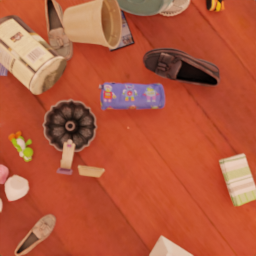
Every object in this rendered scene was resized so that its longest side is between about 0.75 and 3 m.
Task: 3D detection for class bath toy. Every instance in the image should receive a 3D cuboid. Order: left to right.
[{"bbox_3d":[-4.694,1.582,9.663,2.758,1.199,1.019,33,122,0],"label":"bath toy"}]

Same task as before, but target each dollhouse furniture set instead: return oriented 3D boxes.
[{"bbox_3d":[-1.545,1.011,9.627,1.534,1.216,1.089,9,90,-7],"label":"dollhouse furniture set"}]

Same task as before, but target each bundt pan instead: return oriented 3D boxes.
[{"bbox_3d":[-2.016,-0.062,9.904,1.848,0.694,1.848,0,90,-5],"label":"bundt pan"}]

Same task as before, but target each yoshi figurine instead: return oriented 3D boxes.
[{"bbox_3d":[-3.732,0.653,9.956,0.623,0.621,1.109,-32,88,-10],"label":"yoshi figurine"}]

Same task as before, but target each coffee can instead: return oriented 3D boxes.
[{"bbox_3d":[-3.518,-2.497,9.713,2.243,1.642,1.642,43,86,3],"label":"coffee can"}]

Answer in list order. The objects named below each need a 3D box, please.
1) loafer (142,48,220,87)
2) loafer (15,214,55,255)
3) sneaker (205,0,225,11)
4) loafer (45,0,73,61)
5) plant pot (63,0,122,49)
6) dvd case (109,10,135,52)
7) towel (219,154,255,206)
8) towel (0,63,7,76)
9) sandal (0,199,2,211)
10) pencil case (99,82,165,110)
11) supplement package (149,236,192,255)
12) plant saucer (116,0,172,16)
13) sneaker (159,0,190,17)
[{"bbox_3d":[1.900,-2.075,9.809,2.827,0.890,1.016,12,124,-4],"label":"loafer"},{"bbox_3d":[-3.195,3.742,9.668,0.609,0.533,1.694,43,86,4],"label":"loafer"},{"bbox_3d":[3.370,-5.178,10.588,0.726,0.564,1.613,5,85,-13],"label":"sneaker"},{"bbox_3d":[-2.656,-3.639,10.286,0.836,0.731,2.327,-15,84,0],"label":"loafer"},{"bbox_3d":[-1.290,-3.651,9.802,1.615,1.764,1.764,4,84,22],"label":"plant pot"},{"bbox_3d":[-0.433,-3.667,10.602,0.991,0.122,1.389,-19,85,-2],"label":"dvd case"},{"bbox_3d":[3.858,1.759,9.637,1.198,0.247,1.606,-10,76,-25],"label":"towel"},{"bbox_3d":[-4.905,-2.256,10.495,0.809,0.096,0.586,6,82,-1],"label":"towel"},{"bbox_3d":[-4.944,2.433,9.859,1.792,0.514,0.687,39,73,24],"label":"sandal"},{"bbox_3d":[0.123,-1.122,9.742,2.304,0.899,1.000,-1,75,-8],"label":"pencil case"},{"bbox_3d":[1.697,5.051,8.904,2.352,1.785,1.772,32,85,3],"label":"supplement package"},{"bbox_3d":[0.252,-4.509,9.329,2.529,2.529,0.347,15,79,1],"label":"plant saucer"},{"bbox_3d":[1.138,-4.737,10.290,2.317,0.952,0.902,2,85,-1],"label":"sneaker"}]
